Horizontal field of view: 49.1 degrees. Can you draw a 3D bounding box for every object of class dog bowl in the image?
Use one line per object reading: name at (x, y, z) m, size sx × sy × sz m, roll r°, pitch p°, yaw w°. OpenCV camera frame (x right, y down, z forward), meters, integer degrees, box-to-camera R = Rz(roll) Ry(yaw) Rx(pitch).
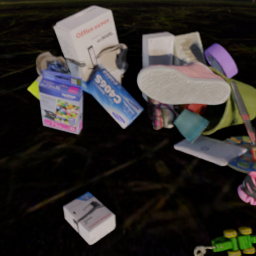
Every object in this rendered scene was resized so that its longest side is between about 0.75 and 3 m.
dog bowl at (-2.961, -2.314, 10.839) m, size 1.214 × 0.356 × 1.214 m, roll 11°, pitch 66°, yaw -25°

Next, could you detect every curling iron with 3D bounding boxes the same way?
curling iron at (3.673, -0.430, 8.919) m, size 0.289 × 2.258 × 0.560 m, roll -24°, pitch 14°, yaw 20°

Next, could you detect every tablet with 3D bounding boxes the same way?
tablet at (2.660, 0.664, 9.234) m, size 1.302 × 0.137 × 2.001 m, roll -23°, pitch 26°, yaw -33°

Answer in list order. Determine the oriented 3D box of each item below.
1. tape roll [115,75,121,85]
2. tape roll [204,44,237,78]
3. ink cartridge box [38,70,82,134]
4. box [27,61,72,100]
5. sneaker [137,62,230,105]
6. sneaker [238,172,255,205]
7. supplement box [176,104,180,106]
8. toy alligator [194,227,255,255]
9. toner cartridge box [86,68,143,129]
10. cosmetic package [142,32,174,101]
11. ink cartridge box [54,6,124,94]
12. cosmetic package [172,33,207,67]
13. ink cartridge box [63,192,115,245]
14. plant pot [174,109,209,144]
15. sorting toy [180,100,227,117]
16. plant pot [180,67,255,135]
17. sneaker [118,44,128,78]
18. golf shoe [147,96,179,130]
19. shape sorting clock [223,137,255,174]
tape roll at (-1.019, -2.314, 13.808) m, size 1.324 × 0.909 × 1.324 m, roll 0°, pitch 32°, yaw 0°
tape roll at (3.527, -2.504, 10.688) m, size 0.460 × 1.401 × 1.401 m, roll -38°, pitch 32°, yaw 8°
ink cartridge box at (-2.253, -0.808, 9.453) m, size 1.376 × 2.306 × 0.484 m, roll 14°, pitch 45°, yaw 2°
box at (-2.827, -1.651, 10.305) m, size 1.495 × 0.912 × 0.356 m, roll -49°, pitch 14°, yaw -6°
sneaker at (1.658, -1.540, 9.072) m, size 2.952 × 1.111 × 1.543 m, roll 6°, pitch 32°, yaw -11°
sneaker at (3.851, 1.707, 7.112) m, size 1.952 × 0.931 × 0.771 m, roll 19°, pitch 34°, yaw 26°
supplement box at (2.152, -1.631, 11.443) m, size 0.814 × 1.475 × 0.632 m, roll 29°, pitch 41°, yaw -19°
toy alligator at (2.190, 2.543, 6.204) m, size 1.731 × 0.513 × 0.470 m, roll -7°, pitch -9°, yaw -10°
toner cartridge box at (-0.533, -1.110, 10.589) m, size 2.153 × 1.022 × 0.465 m, roll 46°, pitch 41°, yaw 4°
cosmetic package at (1.258, -2.619, 12.260) m, size 1.172 × 2.840 × 0.719 m, roll -13°, pitch 34°, yaw -17°
ink cartridge box at (-1.527, -3.272, 11.857) m, size 2.113 × 2.895 × 1.220 m, roll -38°, pitch 48°, yaw -24°
cosmetic package at (2.651, -2.656, 12.478) m, size 1.461 × 2.777 × 0.987 m, roll -16°, pitch 4°, yaw -22°
ink cartridge box at (-0.938, 2.162, 6.796) m, size 0.774 × 0.451 × 1.070 m, roll -26°, pitch 39°, yaw -36°
plant pot at (2.062, -0.124, 9.421) m, size 0.897 × 0.955 × 0.955 m, roll 39°, pitch 41°, yaw 7°
sorting toy at (2.818, -1.114, 10.647) m, size 2.179 × 1.309 × 0.894 m, roll -26°, pitch 50°, yaw -25°
plant pot at (3.612, -0.932, 10.492) m, size 2.300 × 2.422 × 2.422 m, roll 1°, pitch 27°, yaw -29°
sneaker at (-0.399, -3.396, 14.351) m, size 0.951 × 2.318 × 0.866 m, roll -6°, pitch 65°, yaw -22°
golf shoe at (1.377, -0.700, 11.073) m, size 1.169 × 0.922 × 2.539 m, roll -5°, pitch 30°, yaw -6°
shape sorting clock at (4.026, 0.825, 9.054) m, size 2.158 × 0.423 × 2.158 m, roll 0°, pitch 31°, yaw 0°
